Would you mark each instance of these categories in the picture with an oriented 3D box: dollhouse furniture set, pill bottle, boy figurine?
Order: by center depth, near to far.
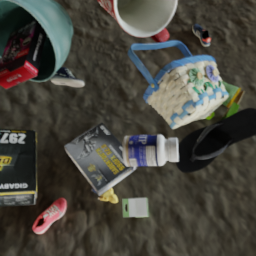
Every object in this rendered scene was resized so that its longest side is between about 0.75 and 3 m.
[{"bbox_3d":[0.534,0.527,6.535,1.228,0.735,0.735,-3,66,10],"label":"pill bottle"},{"bbox_3d":[-0.776,2.283,9.823,1.011,0.326,0.629,28,69,11],"label":"boy figurine"},{"bbox_3d":[3.759,-1.214,11.004,1.275,0.976,1.946,29,69,12],"label":"dollhouse furniture set"}]

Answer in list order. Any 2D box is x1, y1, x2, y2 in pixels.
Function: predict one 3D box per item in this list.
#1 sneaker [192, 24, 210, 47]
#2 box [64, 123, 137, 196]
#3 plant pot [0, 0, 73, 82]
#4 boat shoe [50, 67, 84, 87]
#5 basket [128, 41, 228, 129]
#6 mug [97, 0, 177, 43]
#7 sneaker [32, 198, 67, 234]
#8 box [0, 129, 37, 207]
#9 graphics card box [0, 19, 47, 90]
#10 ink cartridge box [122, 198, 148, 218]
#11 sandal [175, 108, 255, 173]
[{"bbox_3d":[3.347,-4.311,12.618,0.482,0.543,1.286,-22,67,-9],"label":"sneaker"},{"bbox_3d":[-0.987,1.058,10.073,1.717,0.524,2.168,-33,64,-20],"label":"box"},{"bbox_3d":[-2.910,-3.091,9.065,2.647,2.647,1.773,25,49,11],"label":"plant pot"},{"bbox_3d":[-2.062,-1.781,9.648,1.271,0.474,0.589,10,79,15],"label":"boat shoe"},{"bbox_3d":[1.582,-1.582,8.759,2.501,1.973,2.836,-20,67,-37],"label":"basket"},{"bbox_3d":[0.051,-4.120,9.339,1.998,2.658,2.995,-18,38,-12],"label":"mug"},{"bbox_3d":[-2.606,2.938,9.361,0.528,0.621,1.431,37,70,15],"label":"sneaker"},{"bbox_3d":[-3.517,0.900,6.719,2.514,0.620,2.008,3,43,-21],"label":"box"},{"bbox_3d":[-3.312,-2.349,8.789,1.336,0.542,2.130,-15,55,27],"label":"graphics card box"},{"bbox_3d":[0.245,2.761,9.664,0.867,0.208,0.631,-3,66,-1],"label":"ink cartridge box"},{"bbox_3d":[2.554,0.329,8.238,2.875,0.616,1.093,-36,81,16],"label":"sandal"}]
